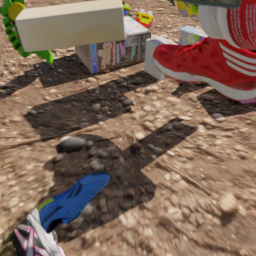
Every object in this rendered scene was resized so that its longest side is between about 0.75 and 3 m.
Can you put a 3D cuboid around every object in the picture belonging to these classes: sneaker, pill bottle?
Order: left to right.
[{"bbox_3d":[-1.442,2.284,4.681,0.814,0.757,1.886,-34,42,-18],"label":"sneaker"},{"bbox_3d":[-0.725,1.074,4.001,1.206,0.398,0.473,-32,53,2],"label":"sneaker"},{"bbox_3d":[1.700,-1.824,6.253,2.864,1.654,1.122,25,61,32],"label":"sneaker"},{"bbox_3d":[2.031,-1.630,3.769,1.173,1.173,2.089,-24,29,-26],"label":"pill bottle"}]

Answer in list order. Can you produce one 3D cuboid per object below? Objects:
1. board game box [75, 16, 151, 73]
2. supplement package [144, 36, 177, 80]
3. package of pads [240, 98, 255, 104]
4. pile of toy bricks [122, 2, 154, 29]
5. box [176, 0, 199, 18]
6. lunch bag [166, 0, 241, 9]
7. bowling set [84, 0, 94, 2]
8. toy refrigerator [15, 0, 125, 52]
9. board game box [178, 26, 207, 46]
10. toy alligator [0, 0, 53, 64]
[{"bbox_3d":[-0.645,-3.254,10.681,2.396,1.160,1.910,-17,43,-19],"label":"board game box"},{"bbox_3d":[1.111,-2.422,9.704,0.649,1.170,0.912,-27,47,-28],"label":"supplement package"},{"bbox_3d":[4.217,-1.510,8.905,2.155,0.815,1.298,-11,43,-12],"label":"package of pads"},{"bbox_3d":[-0.285,-4.671,12.527,2.575,1.429,1.271,13,68,-9],"label":"pile of toy bricks"},{"bbox_3d":[2.282,-4.202,8.377,1.546,1.489,0.943,19,60,34],"label":"box"},{"bbox_3d":[0.638,-1.708,3.093,1.117,0.657,0.916,6,29,0],"label":"lunch bag"},{"bbox_3d":[-0.985,-3.685,6.949,2.454,1.317,1.708,0,67,57],"label":"bowling set"},{"bbox_3d":[-1.128,-2.117,5.821,2.073,0.725,0.787,-7,38,-2],"label":"toy refrigerator"},{"bbox_3d":[2.785,-3.742,11.678,1.206,0.621,0.632,30,49,30],"label":"board game box"},{"bbox_3d":[-2.772,-2.704,6.875,0.764,2.815,0.835,-28,-1,0],"label":"toy alligator"}]
